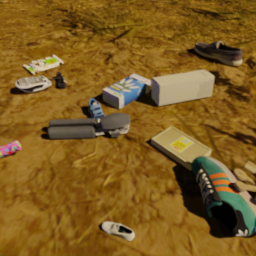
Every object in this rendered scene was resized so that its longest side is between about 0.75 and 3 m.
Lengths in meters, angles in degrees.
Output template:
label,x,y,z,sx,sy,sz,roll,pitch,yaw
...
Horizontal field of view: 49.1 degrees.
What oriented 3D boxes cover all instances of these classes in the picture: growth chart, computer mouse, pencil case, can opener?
label,x,y,z,sx,sy,sz,roll,pitch,yaw
growth chart,-4.523,-3.410,14.984,2.054,0.182,1.486,-30,46,-33
computer mouse,-4.040,-2.038,13.014,2.292,0.503,1.257,-14,45,-26
pencil case,-4.015,0.726,9.311,0.886,0.392,0.392,-22,39,5
can opener,-1.429,-0.172,10.139,2.998,1.002,0.800,-2,45,-3

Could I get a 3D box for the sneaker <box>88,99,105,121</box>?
label,x,y,z,sx,sy,sz,roll,pitch,yaw
sneaker,-1.287,-0.681,11.212,0.490,0.545,1.326,-17,43,-23

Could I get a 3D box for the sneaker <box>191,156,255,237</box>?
label,x,y,z,sx,sy,sz,roll,pitch,yaw
sneaker,2.444,1.788,7.747,1.051,0.939,2.632,-14,41,-23

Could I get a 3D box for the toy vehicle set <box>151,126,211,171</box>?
label,x,y,z,sx,sy,sz,roll,pitch,yaw
toy vehicle set,1.819,0.652,9.735,1.118,0.239,1.800,-28,46,-31

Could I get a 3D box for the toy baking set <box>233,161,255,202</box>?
label,x,y,z,sx,sy,sz,roll,pitch,yaw
toy baking set,3.952,1.974,7.529,2.141,0.325,2.790,-3,39,-35

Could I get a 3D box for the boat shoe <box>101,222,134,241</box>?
label,x,y,z,sx,sy,sz,roll,pitch,yaw
boat shoe,-0.264,2.600,7.238,0.911,0.298,0.335,12,40,15

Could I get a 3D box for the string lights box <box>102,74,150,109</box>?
label,x,y,z,sx,sy,sz,roll,pitch,yaw
string lights box,-0.046,-1.643,12.374,1.038,0.595,2.020,30,47,32

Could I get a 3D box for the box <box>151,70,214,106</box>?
label,x,y,z,sx,sy,sz,roll,pitch,yaw
box,2.345,-1.756,12.139,2.572,1.057,0.879,-10,35,-14

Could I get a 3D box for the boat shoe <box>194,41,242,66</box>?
label,x,y,z,sx,sy,sz,roll,pitch,yaw
boat shoe,4.989,-4.333,15.496,1.072,0.966,2.980,-26,45,-29
